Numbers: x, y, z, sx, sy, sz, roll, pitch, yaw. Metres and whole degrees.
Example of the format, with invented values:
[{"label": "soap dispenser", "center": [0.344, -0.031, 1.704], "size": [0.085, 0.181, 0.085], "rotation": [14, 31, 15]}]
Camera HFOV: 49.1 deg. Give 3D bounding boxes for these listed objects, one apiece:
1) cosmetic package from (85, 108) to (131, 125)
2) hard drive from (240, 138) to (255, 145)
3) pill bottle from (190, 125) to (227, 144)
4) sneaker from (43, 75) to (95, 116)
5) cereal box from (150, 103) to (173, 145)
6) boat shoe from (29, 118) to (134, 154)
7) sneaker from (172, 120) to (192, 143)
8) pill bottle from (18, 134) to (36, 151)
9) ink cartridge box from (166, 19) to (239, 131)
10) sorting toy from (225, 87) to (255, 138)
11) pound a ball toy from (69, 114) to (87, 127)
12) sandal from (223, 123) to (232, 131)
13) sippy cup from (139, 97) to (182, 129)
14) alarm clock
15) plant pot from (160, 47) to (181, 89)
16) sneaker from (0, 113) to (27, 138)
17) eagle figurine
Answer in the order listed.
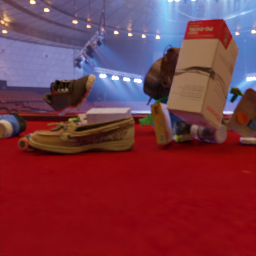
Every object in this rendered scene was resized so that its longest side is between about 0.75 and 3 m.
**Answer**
[{"label": "cosmetic package", "center": [-0.816, -0.294, 12.207], "size": [1.866, 1.004, 0.791], "rotation": [1, 21, 18]}, {"label": "hard drive", "center": [4.258, 0.451, 9.596], "size": [0.764, 0.147, 1.158], "rotation": [2, 2, 21]}, {"label": "pill bottle", "center": [2.884, 0.169, 10.123], "size": [0.665, 0.665, 1.168], "rotation": [-3, 7, -35]}, {"label": "sneaker", "center": [-1.937, -1.094, 8.663], "size": [0.972, 0.915, 2.374], "rotation": [36, -39, -25]}, {"label": "cereal box", "center": [1.147, -0.144, 9.249], "size": [0.352, 1.282, 1.781], "rotation": [-11, -1, 15]}, {"label": "boat shoe", "center": [-1.273, 0.147, 8.072], "size": [2.995, 0.939, 1.098], "rotation": [-1, 14, -20]}, {"label": "sneaker", "center": [1.978, 0.082, 10.482], "size": [0.687, 0.753, 1.859], "rotation": [-3, 4, -3]}, {"label": "pill bottle", "center": [-2.846, 0.424, 8.309], "size": [0.486, 0.486, 0.916], "rotation": [1, 6, 17]}, {"label": "ink cartridge box", "center": [2.446, -1.593, 8.991], "size": [1.217, 2.920, 2.121], "rotation": [12, -6, 34]}, {"label": "sorting toy", "center": [4.050, -0.573, 9.712], "size": [2.083, 1.540, 0.307], "rotation": [26, 10, -25]}, {"label": "pound a ball toy", "center": [-2.703, -0.237, 15.798], "size": [1.156, 0.753, 1.773], "rotation": [-25, -3, 17]}, {"label": "sandal", "center": [5.577, -0.135, 14.235], "size": [1.645, 0.654, 0.716], "rotation": [5, 3, 37]}, {"label": "sippy cup", "center": [1.756, -0.507, 13.488], "size": [2.218, 1.742, 1.625], "rotation": [21, -8, -4]}, {"label": "alarm clock", "center": [1.659, -2.441, 12.899], "size": [0.995, 2.989, 2.016], "rotation": [34, 54, 28]}, {"label": "plant pot", "center": [2.571, -2.368, 11.532], "size": [2.129, 2.151, 2.151], "rotation": [4, 3, -17]}, {"label": "sneaker", "center": [-5.487, -0.167, 12.086], "size": [2.521, 0.968, 1.403], "rotation": [7, 14, 29]}, {"label": "eagle figurine", "center": [2.952, -0.524, 11.800], "size": [2.328, 1.757, 1.767], "rotation": [-3, 4, -21]}]
